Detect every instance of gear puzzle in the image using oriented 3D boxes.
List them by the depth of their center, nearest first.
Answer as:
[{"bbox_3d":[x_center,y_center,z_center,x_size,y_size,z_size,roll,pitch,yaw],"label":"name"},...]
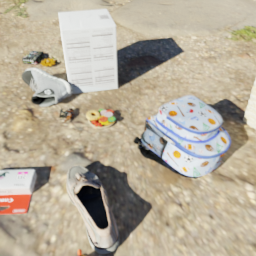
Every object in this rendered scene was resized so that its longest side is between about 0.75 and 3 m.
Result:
[{"bbox_3d":[-3.415,-3.921,15.375,1.551,0.392,2.995,31,52,29],"label":"gear puzzle"}]

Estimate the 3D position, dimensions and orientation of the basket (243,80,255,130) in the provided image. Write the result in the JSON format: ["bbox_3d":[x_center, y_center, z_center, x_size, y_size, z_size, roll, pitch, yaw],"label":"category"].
[{"bbox_3d":[6.158,-0.892,9.770,2.382,2.936,2.962,-25,47,-21],"label":"basket"}]

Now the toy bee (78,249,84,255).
[{"bbox_3d":[-1.180,3.232,6.472,1.354,0.736,0.887,-18,-2,-33],"label":"toy bee"}]

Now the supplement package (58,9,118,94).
[{"bbox_3d":[-1.785,-3.479,12.743,2.236,2.968,2.253,-9,41,-10],"label":"supplement package"}]

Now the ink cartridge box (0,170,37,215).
[{"bbox_3d":[-3.709,1.895,8.377,1.614,0.352,1.401,-2,39,-2],"label":"ink cartridge box"}]

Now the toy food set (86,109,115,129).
[{"bbox_3d":[-1.043,-0.389,11.160,1.118,0.275,1.130,-15,42,-17],"label":"toy food set"}]

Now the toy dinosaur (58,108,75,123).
[{"bbox_3d":[-2.460,-0.542,11.274,0.596,0.449,0.879,14,18,-7],"label":"toy dinosaur"}]

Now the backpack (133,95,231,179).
[{"bbox_3d":[2.001,0.278,9.146,2.640,2.033,2.514,-27,60,-33],"label":"backpack"}]

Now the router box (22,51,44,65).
[{"bbox_3d":[-5.155,-3.826,15.234,0.782,0.324,1.043,7,40,8],"label":"router box"}]

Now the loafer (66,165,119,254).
[{"bbox_3d":[-1.021,1.964,7.824,1.066,0.932,2.964,-17,43,-19],"label":"loafer"}]

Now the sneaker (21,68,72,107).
[{"bbox_3d":[-3.937,-1.716,12.214,2.709,1.016,1.564,19,46,20],"label":"sneaker"}]
